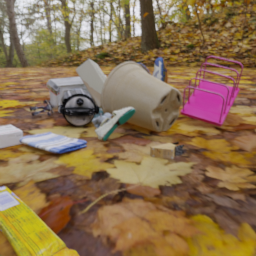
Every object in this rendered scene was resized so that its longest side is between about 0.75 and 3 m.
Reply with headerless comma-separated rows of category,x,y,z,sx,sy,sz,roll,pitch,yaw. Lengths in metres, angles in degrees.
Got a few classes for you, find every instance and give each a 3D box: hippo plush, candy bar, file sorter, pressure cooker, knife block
hippo plush,-0.958,-0.315,10.628,0.628,0.789,0.634,3,27,37
candy bar,-1.901,1.622,4.810,0.722,0.321,2.894,-14,20,-41
file sorter,3.408,-1.585,11.309,1.689,1.524,2.430,20,51,25
pressure cooker,-2.023,-0.805,11.238,1.370,1.392,1.558,-41,26,0
knife block,1.180,0.634,8.345,0.932,0.298,0.818,4,15,15

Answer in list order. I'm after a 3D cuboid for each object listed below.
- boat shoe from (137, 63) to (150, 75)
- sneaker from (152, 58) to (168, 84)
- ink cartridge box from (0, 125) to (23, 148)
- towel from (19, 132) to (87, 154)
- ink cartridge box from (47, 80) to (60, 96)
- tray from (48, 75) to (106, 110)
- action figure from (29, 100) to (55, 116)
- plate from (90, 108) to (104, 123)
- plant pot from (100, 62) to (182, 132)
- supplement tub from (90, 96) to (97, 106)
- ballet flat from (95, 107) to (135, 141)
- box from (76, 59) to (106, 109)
boat shoe,0.992,-2.304,14.384,0.810,2.244,0.812,-32,20,2
sneaker,1.207,-1.958,13.184,1.177,2.670,1.005,1,-1,24
ink cartridge box,-4.078,0.270,9.307,0.803,0.463,1.099,-13,20,-38
towel,-2.381,0.449,8.902,1.824,0.217,1.339,11,13,32
ink cartridge box,-2.974,-1.541,11.135,0.228,0.494,0.906,-51,5,-19
tray,-2.331,-1.686,13.534,2.825,1.517,0.313,-9,25,-22
action figure,-3.855,-0.857,12.812,1.179,0.767,0.409,-21,0,-36
plate,-1.422,-0.695,13.002,2.492,0.318,2.492,-1,16,0
plant pot,0.651,-1.025,10.864,2.571,2.571,2.353,-15,33,-42
supplement tub,-1.928,-1.117,12.696,0.699,0.699,0.969,-12,17,-37
ballet flat,-0.483,-0.256,9.626,1.656,0.594,0.594,-43,32,-16
box,-1.332,-1.898,12.388,0.812,2.088,0.992,-35,-14,13
